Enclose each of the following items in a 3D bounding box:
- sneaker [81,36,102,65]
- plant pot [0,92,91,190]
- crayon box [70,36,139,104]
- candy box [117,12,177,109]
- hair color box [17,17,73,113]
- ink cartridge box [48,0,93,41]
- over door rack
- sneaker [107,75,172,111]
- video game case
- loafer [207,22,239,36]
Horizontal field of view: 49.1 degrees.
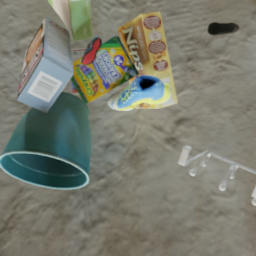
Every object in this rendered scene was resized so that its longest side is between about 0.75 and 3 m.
[{"bbox_3d":[-0.938,-1.980,7.205,0.319,0.384,0.804,29,107,-29],"label":"sneaker"},{"bbox_3d":[-2.075,0.271,7.894,2.346,2.346,2.204,6,58,2],"label":"plant pot"},{"bbox_3d":[-0.807,-1.540,7.818,1.884,0.486,1.184,-27,99,17],"label":"crayon box"},{"bbox_3d":[0.536,-1.858,8.185,0.704,1.469,2.546,-17,101,-26],"label":"candy box"},{"bbox_3d":[-2.209,-1.793,7.545,1.341,0.821,2.709,-48,34,24],"label":"hair color box"},{"bbox_3d":[-1.944,-4.305,8.512,0.694,2.107,2.896,-19,52,-17],"label":"ink cartridge box"},{"bbox_3d":[2.457,1.223,7.127,1.905,2.578,0.859,23,95,29],"label":"over door rack"},{"bbox_3d":[0.142,-0.945,6.993,1.783,0.936,0.675,-10,64,23],"label":"sneaker"},{"bbox_3d":[-1.400,-1.848,9.072,1.017,0.124,1.423,-4,106,5],"label":"video game case"},{"bbox_3d":[2.893,-2.988,8.525,0.379,1.062,0.388,-6,112,-35],"label":"loafer"}]
